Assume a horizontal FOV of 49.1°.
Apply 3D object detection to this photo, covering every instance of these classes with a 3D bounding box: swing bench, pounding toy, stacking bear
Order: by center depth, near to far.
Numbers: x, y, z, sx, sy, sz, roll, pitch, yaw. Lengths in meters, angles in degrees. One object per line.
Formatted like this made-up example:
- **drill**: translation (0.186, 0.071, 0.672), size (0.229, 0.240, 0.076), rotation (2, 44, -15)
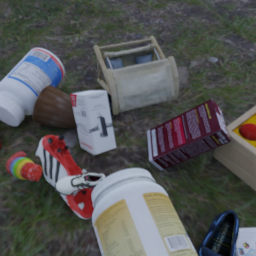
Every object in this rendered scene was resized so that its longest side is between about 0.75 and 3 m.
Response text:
- **stacking bear**: translation (-2.875, 1.176, 7.932), size (1.162, 0.706, 0.661), rotation (11, 21, 38)
- **pounding toy**: translation (4.312, 0.209, 8.726), size (2.616, 1.860, 2.408), rotation (-31, 55, -25)
- **swing bench**: translation (0.265, -2.038, 10.541), size (2.517, 1.642, 2.530), rotation (-15, 44, -13)

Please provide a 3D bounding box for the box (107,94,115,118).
- **box**: translation (-0.995, -0.701, 10.250), size (0.916, 0.834, 0.477), rotation (-15, 49, -14)

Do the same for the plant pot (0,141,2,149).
- **plant pot**: translation (-4.763, 0.382, 9.244), size (0.882, 1.001, 1.000), rotation (-20, 50, -32)

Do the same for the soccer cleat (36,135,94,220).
- **soccer cleat**: translation (-1.873, 1.487, 8.272), size (0.949, 1.178, 2.767), rotation (-15, 67, -52)

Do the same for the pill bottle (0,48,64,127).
- **pill bottle**: translation (-3.731, -1.491, 10.373), size (1.602, 1.602, 2.855), rotation (18, 57, 16)

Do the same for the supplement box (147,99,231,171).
- **supplement box**: translation (1.767, 0.247, 8.606), size (2.376, 0.723, 1.293), rotation (-28, 41, 27)

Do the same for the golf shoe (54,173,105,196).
- **golf shoe**: translation (-1.261, 1.401, 7.380), size (1.349, 0.594, 0.521), rotation (-7, 60, -17)

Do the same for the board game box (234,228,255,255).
- **board game box**: translation (3.548, 3.113, 7.135), size (1.719, 0.298, 1.085), rotation (-1, 48, -1)

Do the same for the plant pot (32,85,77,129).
- **plant pot**: translation (-2.301, -0.569, 9.901), size (1.536, 1.436, 1.436), rotation (22, 50, 4)

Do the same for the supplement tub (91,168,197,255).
- **supplement tub**: translation (0.302, 2.533, 6.525), size (1.993, 1.993, 2.760), rotation (-15, 49, -13)

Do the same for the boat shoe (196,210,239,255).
- **boat shoe**: translation (1.965, 3.052, 6.655), size (1.046, 0.853, 2.486), rotation (14, 59, 20)

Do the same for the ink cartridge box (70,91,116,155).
- **ink cartridge box**: translation (-1.113, -0.212, 8.806), size (0.766, 1.828, 1.319), rotation (-15, 14, -27)
